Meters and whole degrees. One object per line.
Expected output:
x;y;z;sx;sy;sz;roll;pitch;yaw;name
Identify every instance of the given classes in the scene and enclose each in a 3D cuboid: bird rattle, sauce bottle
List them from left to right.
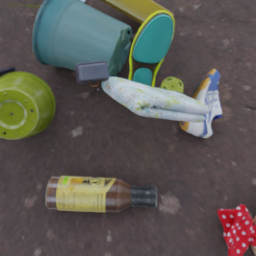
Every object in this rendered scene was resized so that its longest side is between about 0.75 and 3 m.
-0.667;1.740;7.286;2.783;0.901;0.901;3;66;-1;sauce bottle
3.660;2.515;6.723;2.712;1.528;2.211;-35;87;-11;bird rattle

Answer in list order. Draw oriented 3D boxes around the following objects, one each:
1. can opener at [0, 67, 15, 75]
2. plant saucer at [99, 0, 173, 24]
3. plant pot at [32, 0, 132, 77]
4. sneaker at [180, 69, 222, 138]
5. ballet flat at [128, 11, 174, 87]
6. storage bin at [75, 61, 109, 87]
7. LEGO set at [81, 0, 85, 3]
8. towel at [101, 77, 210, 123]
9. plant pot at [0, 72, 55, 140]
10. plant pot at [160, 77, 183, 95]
-4.238;-1.789;9.206;1.044;0.411;0.331;-27;30;-15;can opener
-0.047;-3.944;8.847;2.520;2.519;0.610;24;108;-17;plant saucer
-1.232;-2.611;8.456;2.266;2.314;2.314;23;68;9;plant pot
2.409;-0.706;8.510;0.993;0.848;2.254;28;73;-3;sneaker
0.453;-1.924;7.823;0.987;2.953;0.990;4;42;-13;ballet flat
-0.768;-1.191;6.178;0.759;0.510;0.552;-8;101;-10;storage bin
-2.277;-5.369;10.759;1.473;0.362;1.101;9;63;4;LEGO set
0.619;-0.673;6.586;2.079;0.501;1.780;5;18;-32;towel
-2.834;-0.468;7.163;1.866;1.797;1.866;-3;103;-13;plant pot
1.287;-1.039;8.506;0.973;0.894;0.973;0;65;0;plant pot
